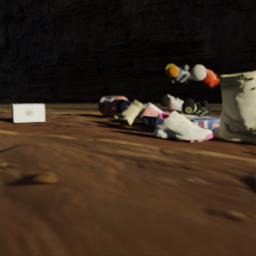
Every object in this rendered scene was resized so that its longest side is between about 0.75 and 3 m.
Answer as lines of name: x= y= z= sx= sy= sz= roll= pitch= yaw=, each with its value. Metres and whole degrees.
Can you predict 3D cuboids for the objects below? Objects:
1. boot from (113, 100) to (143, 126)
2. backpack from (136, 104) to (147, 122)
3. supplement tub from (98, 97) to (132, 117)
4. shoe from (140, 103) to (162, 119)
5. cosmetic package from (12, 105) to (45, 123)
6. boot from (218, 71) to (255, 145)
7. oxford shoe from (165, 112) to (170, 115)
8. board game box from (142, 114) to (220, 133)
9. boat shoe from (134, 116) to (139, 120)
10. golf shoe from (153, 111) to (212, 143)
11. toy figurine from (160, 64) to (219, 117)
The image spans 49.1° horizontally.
boot: x=0.000 y=-0.644 z=11.611 sx=0.499 sy=1.066 sz=1.371 roll=42 pitch=-12 yaw=-23
backpack: x=0.897 y=-0.613 z=12.285 sx=0.849 sy=0.808 sz=0.654 roll=11 pitch=18 yaw=-36
supplement tub: x=-0.715 y=-1.235 z=16.395 sx=1.241 sy=1.241 sz=2.321 roll=-5 pitch=7 yaw=-35
shoe: x=1.226 y=-0.371 z=11.825 sx=1.582 sy=0.720 sz=0.565 roll=31 pitch=-2 yaw=-32
cosmetic package: x=-4.796 y=-0.708 z=13.396 sx=1.357 sy=0.837 sz=1.361 roll=-3 pitch=7 yaw=-25
boot: x=3.378 y=-0.512 z=6.874 sx=2.370 sy=1.833 sz=0.854 roll=6 pitch=14 yaw=40
oxford shoe: x=1.759 y=-0.529 z=13.522 sx=0.485 sy=0.484 sz=1.359 roll=4 pitch=9 yaw=22
board game box: x=2.002 y=-0.188 z=10.350 sx=1.854 sy=0.473 sz=2.736 roll=-3 pitch=7 yaw=-29
boat shoe: x=0.818 y=-0.664 z=14.701 sx=1.370 sy=0.464 sz=0.491 roll=2 pitch=7 yaw=20
golf shoe: x=1.455 y=-0.041 z=7.706 sx=1.756 sy=0.804 sz=0.661 roll=7 pitch=8 yaw=38
toy figurine: x=2.456 y=-1.564 z=11.759 sx=1.523 sy=2.190 sz=2.156 roll=9 pitch=9 yaw=-43
